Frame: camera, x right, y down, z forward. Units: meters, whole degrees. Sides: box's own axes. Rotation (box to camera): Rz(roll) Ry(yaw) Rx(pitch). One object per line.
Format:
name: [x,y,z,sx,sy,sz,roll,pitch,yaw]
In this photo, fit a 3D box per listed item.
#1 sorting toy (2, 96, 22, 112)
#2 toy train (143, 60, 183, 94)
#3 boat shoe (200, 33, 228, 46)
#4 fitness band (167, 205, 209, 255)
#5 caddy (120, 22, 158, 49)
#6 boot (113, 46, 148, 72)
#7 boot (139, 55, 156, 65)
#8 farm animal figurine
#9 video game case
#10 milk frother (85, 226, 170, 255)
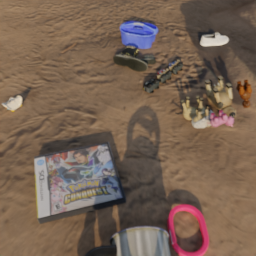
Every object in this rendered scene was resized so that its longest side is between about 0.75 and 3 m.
sorting toy: [-4.904,-1.038,11.717,0.686,0.407,0.762,21,48,32]
toy train: [1.647,-2.414,12.986,0.631,0.470,2.755,25,51,38]
boat shoe: [4.712,-4.863,15.231,1.634,0.560,0.588,-5,46,-5]
fitness band: [1.693,2.923,7.978,1.086,0.283,1.513,0,47,-4]
caddy: [0.563,-5.146,15.145,2.073,1.088,1.465,13,47,13]
boot: [0.329,-3.485,13.859,1.804,0.651,1.362,19,47,17]
boot: [0.890,-3.414,14.059,0.970,0.328,0.633,-5,41,-15]
farm animal figurine: [3.411,-0.692,10.827,2.778,1.397,2.243,-39,38,-27]
video game case: [-1.650,1.651,9.127,2.655,0.339,2.400,-11,47,-11]
milk frother: [0.314,3.255,5.812,2.367,2.623,2.467,17,41,-25]
